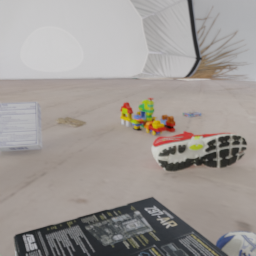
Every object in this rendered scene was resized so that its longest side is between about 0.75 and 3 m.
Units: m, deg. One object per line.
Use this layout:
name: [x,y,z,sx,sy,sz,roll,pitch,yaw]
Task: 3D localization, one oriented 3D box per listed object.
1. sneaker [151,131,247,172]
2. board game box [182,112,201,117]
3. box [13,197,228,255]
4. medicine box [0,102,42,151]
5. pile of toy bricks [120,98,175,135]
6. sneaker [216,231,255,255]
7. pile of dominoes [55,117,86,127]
sneaker: [1.967,0.446,7.804,2.695,1.038,1.144,-2,26,-10]
board game box: [3.349,-0.709,14.719,0.819,0.141,0.554,-8,16,-28]
box: [0.094,1.885,3.161,2.288,0.622,2.857,-8,16,-28]
medicine box: [-3.500,-0.048,8.976,1.316,1.445,0.744,-3,-12,-10]
pile of toy bricks: [0.840,-0.633,11.918,1.491,1.327,2.688,-9,16,-32]
sneaker: [1.844,1.808,3.813,1.270,0.478,0.560,5,14,22]
pile of dominoes: [-2.627,-0.219,12.874,1.295,0.206,1.010,15,15,24]
